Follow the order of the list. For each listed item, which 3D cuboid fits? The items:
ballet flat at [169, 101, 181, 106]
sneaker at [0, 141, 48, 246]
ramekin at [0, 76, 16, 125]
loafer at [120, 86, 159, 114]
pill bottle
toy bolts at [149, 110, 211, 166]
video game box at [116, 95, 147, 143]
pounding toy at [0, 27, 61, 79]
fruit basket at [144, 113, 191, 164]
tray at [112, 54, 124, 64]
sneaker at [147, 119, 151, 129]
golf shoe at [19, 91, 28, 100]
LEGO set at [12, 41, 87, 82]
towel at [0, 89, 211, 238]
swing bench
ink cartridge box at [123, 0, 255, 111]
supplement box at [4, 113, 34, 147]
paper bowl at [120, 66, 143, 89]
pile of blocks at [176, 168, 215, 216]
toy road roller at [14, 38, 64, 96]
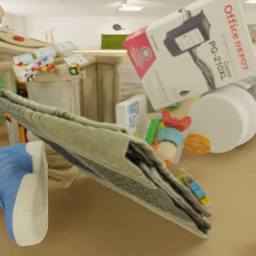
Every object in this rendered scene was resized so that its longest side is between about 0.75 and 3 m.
[{"bbox_3d":[1.759,-1.404,11.694,1.054,1.009,2.996,-21,7,28],"label":"ballet flat"},{"bbox_3d":[-2.081,1.001,4.514,1.424,0.983,2.560,-8,25,-13],"label":"sneaker"},{"bbox_3d":[-4.053,-0.908,7.093,2.080,2.080,1.016,1,7,4],"label":"ramekin"},{"bbox_3d":[0.244,-0.944,9.268,2.650,0.953,0.833,3,46,52],"label":"loafer"},{"bbox_3d":[2.831,-0.464,7.614,1.662,1.662,2.921,14,25,34],"label":"pill bottle"},{"bbox_3d":[0.960,0.414,5.510,1.247,1.306,0.906,14,63,17],"label":"toy bolts"},{"bbox_3d":[0.116,-0.055,6.985,0.311,1.328,1.210,6,19,24],"label":"video game box"},{"bbox_3d":[-2.804,-1.487,6.586,2.373,1.361,1.357,9,31,-13],"label":"pounding toy"},{"bbox_3d":[0.962,0.226,6.797,1.109,1.027,0.520,21,4,43],"label":"fruit basket"},{"bbox_3d":[-1.254,-2.320,12.299,2.532,0.281,1.360,-51,22,-10],"label":"tray"},{"bbox_3d":[0.310,-0.147,8.091,1.031,0.363,0.413,5,-13,-32],"label":"sneaker"},{"bbox_3d":[-2.533,-0.816,7.585,0.770,0.300,0.364,14,-7,-4],"label":"golf shoe"},{"bbox_3d":[-1.396,-1.245,4.898,1.201,0.395,1.608,-20,38,-15],"label":"LEGO set"},{"bbox_3d":[-0.293,0.469,4.113,2.873,2.766,0.496,18,68,41],"label":"towel"},{"bbox_3d":[-1.264,-0.354,6.250,1.538,2.358,2.371,10,21,26],"label":"swing bench"},{"bbox_3d":[1.526,-1.855,6.808,2.651,1.919,1.118,-19,24,21],"label":"ink cartridge box"},{"bbox_3d":[-2.153,-0.005,7.299,1.773,0.978,0.759,-15,21,-35],"label":"supplement box"},{"bbox_3d":[0.492,-1.997,12.102,2.224,1.157,2.224,-2,6,0],"label":"paper bowl"},{"bbox_3d":[1.056,1.097,4.864,0.345,0.456,1.110,-29,28,-4],"label":"pile of blocks"},{"bbox_3d":[-2.776,-1.417,8.253,1.597,2.600,1.898,5,-22,-42],"label":"toy road roller"}]
